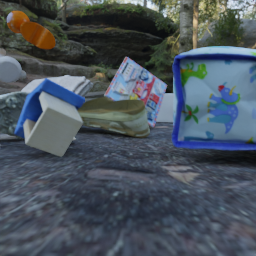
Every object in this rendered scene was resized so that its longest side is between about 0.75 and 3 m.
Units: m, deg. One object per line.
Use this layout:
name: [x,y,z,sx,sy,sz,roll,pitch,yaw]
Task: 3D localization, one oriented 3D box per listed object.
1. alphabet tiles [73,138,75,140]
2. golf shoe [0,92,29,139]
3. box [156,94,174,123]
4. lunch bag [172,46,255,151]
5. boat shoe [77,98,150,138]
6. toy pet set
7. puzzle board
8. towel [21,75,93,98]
alphabet tiles: [-1.578,0.258,5.849,0.890,0.066,0.910,-9,8,-19]
golf shoe: [-2.953,-0.331,6.254,2.741,1.073,1.333,-5,15,-39]
box: [1.546,-0.803,10.973,1.988,1.057,1.513,4,8,35]
lunch bag: [2.128,-0.519,4.665,2.645,1.686,2.249,0,16,13]
boat shoe: [-0.557,-0.262,7.448,2.689,0.846,0.981,4,31,43]
toy pet set: [-1.754,-0.569,4.495,2.125,2.276,1.209,26,14,-33]
puzzle board: [0.355,-1.230,8.910,1.738,0.201,2.306,34,43,-11]
towel: [-2.536,-0.880,8.398,2.785,0.480,1.846,1,41,32]
